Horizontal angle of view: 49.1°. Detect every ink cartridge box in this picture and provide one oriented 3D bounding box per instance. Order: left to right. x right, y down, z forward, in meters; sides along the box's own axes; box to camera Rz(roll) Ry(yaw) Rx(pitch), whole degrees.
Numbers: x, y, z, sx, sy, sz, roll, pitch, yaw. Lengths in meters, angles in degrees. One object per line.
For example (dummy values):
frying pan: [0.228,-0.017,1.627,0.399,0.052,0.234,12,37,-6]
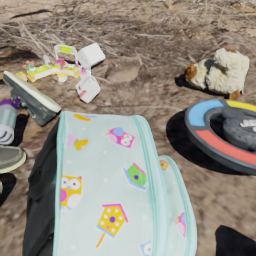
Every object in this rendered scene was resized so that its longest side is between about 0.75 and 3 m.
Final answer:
ink cartridge box: [-1.209,-1.207,8.388,0.577,0.335,0.800,-45,37,13]

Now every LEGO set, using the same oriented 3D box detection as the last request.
LEGO set: [-2.526,-2.069,9.130,2.596,0.966,1.194,-2,43,-2]

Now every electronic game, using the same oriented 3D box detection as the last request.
electronic game: [2.668,0.098,6.272,2.875,0.598,2.875,7,32,-4]

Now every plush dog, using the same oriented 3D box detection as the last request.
plush dog: [2.603,-1.579,8.575,1.670,1.560,1.944,12,13,33]

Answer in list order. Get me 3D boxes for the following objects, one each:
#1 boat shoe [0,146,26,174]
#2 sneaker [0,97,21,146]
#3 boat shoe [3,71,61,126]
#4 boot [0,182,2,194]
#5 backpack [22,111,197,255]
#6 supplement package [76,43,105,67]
boat shoe: [-3.351,0.667,6.395,1.869,0.614,0.668,-5,47,-3]
sneaker: [-3.675,-0.254,6.734,2.561,0.953,1.121,5,68,19]
boat shoe: [-2.923,-0.827,7.929,2.454,0.917,0.814,34,93,25]
boot: [-3.309,1.988,4.403,2.225,0.888,2.447,-26,30,16]
backpack: [-0.357,1.253,4.000,2.259,2.947,2.590,1,42,-9]
supplement package: [-1.293,-2.477,9.688,0.438,0.615,0.789,-23,13,45]
